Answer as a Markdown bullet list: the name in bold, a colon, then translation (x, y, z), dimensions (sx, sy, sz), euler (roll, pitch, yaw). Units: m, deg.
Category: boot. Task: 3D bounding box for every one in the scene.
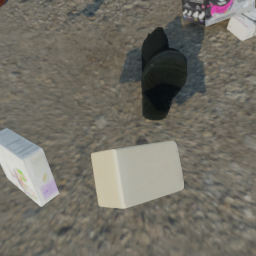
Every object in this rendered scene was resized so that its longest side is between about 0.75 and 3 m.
- **boot**: translation (0.852, -1.783, 7.680), dimensions (1.042, 2.817, 2.308), euler (4, 62, -2)

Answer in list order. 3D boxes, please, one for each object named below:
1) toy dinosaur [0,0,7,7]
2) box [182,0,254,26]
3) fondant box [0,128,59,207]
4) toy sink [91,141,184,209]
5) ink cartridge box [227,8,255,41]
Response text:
- **toy dinosaur**: translation (-3.158, -2.872, 6.149), dimensions (2.163, 1.136, 1.963), euler (-20, 63, 29)
- **box**: translation (3.282, -4.766, 10.221), dimensions (2.233, 1.281, 1.476), euler (-24, 36, -14)
- **fondant box**: translation (-1.536, 0.542, 4.092), dimensions (0.325, 0.805, 1.115), euler (-32, 36, -34)
- **toy sink**: translation (0.156, 0.710, 4.531), dimensions (1.293, 0.725, 0.843), euler (-7, 85, -39)
- **ink cartridge box**: translation (4.442, -3.828, 10.329), dimensions (1.196, 0.504, 0.865), euler (-26, 60, -16)
